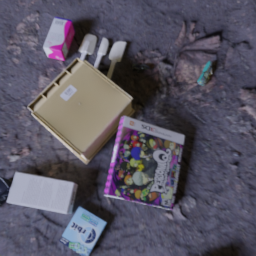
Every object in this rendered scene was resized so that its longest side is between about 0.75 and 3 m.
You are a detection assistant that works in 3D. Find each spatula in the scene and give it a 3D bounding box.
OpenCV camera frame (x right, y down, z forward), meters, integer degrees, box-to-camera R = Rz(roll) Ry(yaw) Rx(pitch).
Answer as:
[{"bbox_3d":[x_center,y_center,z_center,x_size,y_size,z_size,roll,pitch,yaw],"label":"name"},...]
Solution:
[{"bbox_3d":[-1.427,-2.769,12.381,2.002,0.231,2.879,16,76,4],"label":"spatula"}]

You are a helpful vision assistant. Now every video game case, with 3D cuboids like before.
[{"bbox_3d":[0.680,1.305,10.277,2.635,0.521,2.907,18,74,-19],"label":"video game case"}]

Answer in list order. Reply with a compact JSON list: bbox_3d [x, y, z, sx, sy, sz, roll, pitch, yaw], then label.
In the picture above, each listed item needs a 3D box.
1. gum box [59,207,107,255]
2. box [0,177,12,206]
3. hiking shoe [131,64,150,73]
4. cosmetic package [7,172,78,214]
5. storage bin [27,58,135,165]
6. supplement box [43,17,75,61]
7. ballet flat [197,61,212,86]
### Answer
[{"bbox_3d":[-1.620,3.762,10.145,1.174,0.308,1.381,27,74,9],"label":"gum box"},{"bbox_3d":[-4.852,2.442,10.289,0.613,0.869,1.175,42,75,13],"label":"box"},{"bbox_3d":[0.547,-2.571,12.272,0.783,0.296,0.394,7,80,12],"label":"hiking shoe"},{"bbox_3d":[-3.111,2.412,10.322,2.233,0.796,1.133,10,73,3],"label":"cosmetic package"},{"bbox_3d":[-1.799,-0.715,11.003,2.933,1.384,2.954,40,78,11],"label":"storage bin"},{"bbox_3d":[-3.031,-3.925,12.398,0.823,0.840,1.626,14,71,3],"label":"supplement box"},{"bbox_3d":[3.397,-2.324,12.151,0.450,0.450,1.211,30,76,9],"label":"ballet flat"}]
